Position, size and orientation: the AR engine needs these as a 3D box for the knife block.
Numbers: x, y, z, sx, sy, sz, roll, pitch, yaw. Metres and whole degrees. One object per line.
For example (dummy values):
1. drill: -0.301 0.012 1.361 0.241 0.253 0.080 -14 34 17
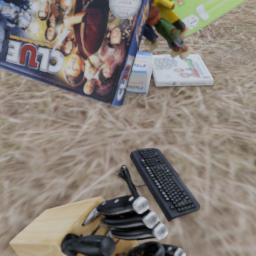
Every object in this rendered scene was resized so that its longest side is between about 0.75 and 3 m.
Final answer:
1. knife block: -0.675 1.498 3.876 2.781 2.441 0.890 24 43 28

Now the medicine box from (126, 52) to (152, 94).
1. medicine box: 0.042 -1.952 9.656 1.438 0.813 1.579 5 38 7

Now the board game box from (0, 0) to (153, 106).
1. board game box: -1.106 -1.593 4.589 2.644 1.791 0.458 19 10 15

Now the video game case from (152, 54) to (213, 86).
1. video game case: 1.894 -2.184 10.406 1.983 0.258 2.179 -1 38 -2

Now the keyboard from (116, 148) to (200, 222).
1. keyboard: 0.533 1.163 6.149 1.282 0.208 2.017 -14 39 -18

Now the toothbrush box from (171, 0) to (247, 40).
1. toothbrush box: 2.056 -3.838 7.452 2.639 1.922 1.136 -32 9 1

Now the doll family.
1. doll family: 0.397 -2.623 6.291 1.099 1.619 2.800 -56 39 1
